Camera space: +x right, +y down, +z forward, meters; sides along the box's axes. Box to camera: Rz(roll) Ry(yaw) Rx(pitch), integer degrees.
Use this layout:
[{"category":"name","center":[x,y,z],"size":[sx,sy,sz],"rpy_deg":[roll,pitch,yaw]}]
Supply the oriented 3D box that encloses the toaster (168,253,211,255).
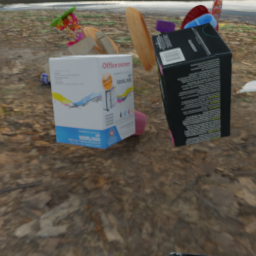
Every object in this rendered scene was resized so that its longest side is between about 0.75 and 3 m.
[{"category":"toaster","center":[1.642,3.361,4.701],"size":[1.926,1.264,2.130],"rpy_deg":[2,31,3]}]

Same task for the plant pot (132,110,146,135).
[{"category":"plant pot","center":[0.031,-0.227,10.833],"size":[1.137,1.270,1.270],"rpy_deg":[10,29,-14]}]

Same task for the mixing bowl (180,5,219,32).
[{"category":"mixing bowl","center":[3.400,-4.462,12.885],"size":[1.088,2.008,2.008],"rpy_deg":[7,26,-27]}]

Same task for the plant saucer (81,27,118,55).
[{"category":"plant saucer","center":[-1.243,-4.001,12.937],"size":[1.944,0.314,1.944],"rpy_deg":[31,31,-21]}]

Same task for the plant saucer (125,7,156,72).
[{"category":"plant saucer","center":[0.624,-3.823,12.027],"size":[0.524,2.802,2.802],"rpy_deg":[-16,28,15]}]

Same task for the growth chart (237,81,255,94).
[{"category":"growth chart","center":[4.878,-1.624,10.804],"size":[0.912,0.112,1.260],"rpy_deg":[3,29,46]}]

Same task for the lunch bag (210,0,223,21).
[{"category":"lunch bag","center":[3.502,-4.752,11.100],"size":[0.348,0.849,0.748],"rpy_deg":[10,50,6]}]

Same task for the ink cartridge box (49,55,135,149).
[{"category":"ink cartridge box","center":[-0.959,-0.856,8.028],"size":[1.718,2.375,1.749],"rpy_deg":[6,16,30]}]

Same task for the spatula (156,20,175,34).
[{"category":"spatula","center":[1.569,-4.175,12.186],"size":[0.787,0.286,2.785],"rpy_deg":[9,8,3]}]

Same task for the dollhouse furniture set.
[{"category":"dollhouse furniture set","center":[-1.764,-2.557,10.814],"size":[2.755,1.220,1.428],"rpy_deg":[-33,11,-14]}]

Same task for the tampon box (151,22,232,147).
[{"category":"tampon box","center":[1.801,-1.191,8.042],"size":[1.709,2.707,2.029],"rpy_deg":[-11,40,5]}]

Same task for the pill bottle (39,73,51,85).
[{"category":"pill bottle","center":[-4.274,-2.656,15.356],"size":[1.045,0.584,0.584],"rpy_deg":[10,32,17]}]

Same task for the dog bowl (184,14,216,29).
[{"category":"dog bowl","center":[2.415,-3.439,9.530],"size":[1.137,0.282,0.633],"rpy_deg":[-25,55,16]}]

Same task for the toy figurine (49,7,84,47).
[{"category":"toy figurine","center":[-2.431,-4.247,12.358],"size":[1.621,1.492,1.217],"rpy_deg":[-18,20,45]}]
